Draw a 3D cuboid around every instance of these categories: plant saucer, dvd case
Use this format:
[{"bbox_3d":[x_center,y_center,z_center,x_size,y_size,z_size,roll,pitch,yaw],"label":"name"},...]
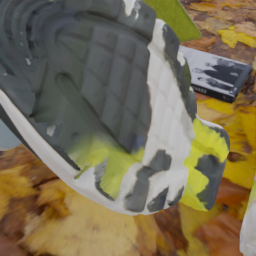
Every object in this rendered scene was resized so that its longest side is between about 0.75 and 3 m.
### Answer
[{"bbox_3d":[-0.067,-1.387,2.772,0.325,1.356,1.358,-47,40,8],"label":"plant saucer"},{"bbox_3d":[2.319,-1.800,8.856,2.648,0.327,1.990,23,47,24],"label":"dvd case"}]

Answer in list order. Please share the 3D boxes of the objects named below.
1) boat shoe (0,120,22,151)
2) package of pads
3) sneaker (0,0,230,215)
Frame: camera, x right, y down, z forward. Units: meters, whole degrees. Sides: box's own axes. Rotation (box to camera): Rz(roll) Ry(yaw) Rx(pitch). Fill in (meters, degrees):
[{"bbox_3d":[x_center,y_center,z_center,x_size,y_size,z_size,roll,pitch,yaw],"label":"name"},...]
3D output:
[{"bbox_3d":[-1.691,-0.225,2.368,0.714,1.572,0.556,-2,60,37],"label":"boat shoe"},{"bbox_3d":[3.421,1.287,4.920,2.308,1.019,2.988,20,46,21],"label":"package of pads"},{"bbox_3d":[-0.057,0.091,2.121,1.127,2.664,0.992,7,71,34],"label":"sneaker"}]
